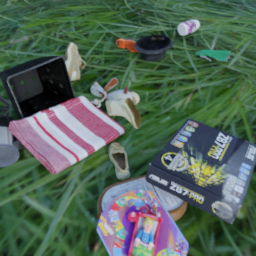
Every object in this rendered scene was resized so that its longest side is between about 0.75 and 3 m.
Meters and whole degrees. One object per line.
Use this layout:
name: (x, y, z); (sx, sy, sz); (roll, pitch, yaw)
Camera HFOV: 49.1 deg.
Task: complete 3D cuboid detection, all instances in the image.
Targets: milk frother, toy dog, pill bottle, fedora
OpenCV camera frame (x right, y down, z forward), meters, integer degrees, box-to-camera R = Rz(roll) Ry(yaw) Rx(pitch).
milk frother: (-3.726, 0.050, 8.093); (1.367, 1.514, 1.424); (-36, 46, 6)
toy dog: (-0.568, -1.276, 10.100); (1.947, 0.938, 1.284); (10, 43, 11)
pill bottle: (3.219, -5.321, 14.786); (1.135, 0.637, 0.637); (-29, 50, -27)
fedora: (1.166, -3.503, 12.650); (1.767, 0.807, 1.767); (-3, 44, 3)

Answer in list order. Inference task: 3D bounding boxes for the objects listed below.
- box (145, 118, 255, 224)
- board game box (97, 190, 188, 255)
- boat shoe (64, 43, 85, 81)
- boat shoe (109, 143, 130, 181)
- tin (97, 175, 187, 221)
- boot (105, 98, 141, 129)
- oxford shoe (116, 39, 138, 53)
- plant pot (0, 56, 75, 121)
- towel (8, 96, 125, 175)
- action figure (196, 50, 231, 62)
box: (2.081, 0.934, 7.485); (2.257, 0.688, 2.800); (26, 37, 21)
board game box: (0.323, 2.313, 6.085); (1.632, 0.402, 2.065); (-25, 65, -20)
boat shoe: (-2.282, -2.771, 11.980); (0.905, 0.852, 2.377); (8, 49, -12)
boat shoe: (-0.242, 0.870, 8.108); (0.510, 0.436, 1.391); (-12, 44, -13)
tin: (0.380, 1.859, 7.038); (2.349, 0.492, 1.315); (-13, 48, -14)
boot: (-0.129, -0.381, 7.649); (0.768, 0.993, 0.358); (-2, 42, 32)
oxford shoe: (0.158, -4.035, 13.474); (1.490, 0.531, 0.543); (27, 44, 27)
plant pot: (-3.238, -1.355, 9.578); (1.980, 1.985, 1.761); (-34, 42, -31)
towel: (-1.721, 0.032, 8.475); (2.122, 0.335, 2.947); (38, 42, 21)
action figure: (3.796, -3.297, 12.731); (1.504, 0.411, 0.889); (18, 46, 28)
